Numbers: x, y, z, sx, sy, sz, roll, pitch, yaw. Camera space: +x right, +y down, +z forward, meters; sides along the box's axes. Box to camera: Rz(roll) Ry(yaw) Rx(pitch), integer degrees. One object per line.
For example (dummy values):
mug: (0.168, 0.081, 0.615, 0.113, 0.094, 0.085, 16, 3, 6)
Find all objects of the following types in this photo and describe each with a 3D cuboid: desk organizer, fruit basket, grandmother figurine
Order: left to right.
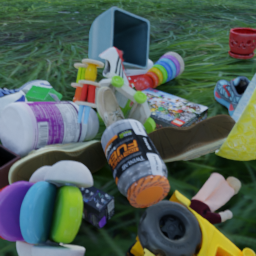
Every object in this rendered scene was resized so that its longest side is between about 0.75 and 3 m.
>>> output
desk organizer: (-3.848, 0.871, 7.005, 2.990, 1.151, 1.072, 22, 40, 30)
fruit basket: (-2.505, -0.742, 9.028, 1.406, 1.518, 0.712, 12, 69, 26)
grandmother figurine: (1.569, 1.738, 6.172, 1.311, 0.655, 2.162, -3, 20, 47)

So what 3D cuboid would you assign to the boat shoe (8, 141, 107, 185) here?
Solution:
boat shoe: (-1.701, 0.868, 6.908, 0.896, 1.039, 2.849, 4, 15, 36)

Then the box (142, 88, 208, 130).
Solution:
box: (1.215, -0.597, 9.888, 2.579, 0.486, 1.762, 25, 40, 34)

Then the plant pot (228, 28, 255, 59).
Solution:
plant pot: (6.256, -4.595, 15.304, 1.552, 1.413, 1.552, 1, 33, 0)

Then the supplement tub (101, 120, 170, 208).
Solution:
supplement tub: (0.163, 0.834, 6.854, 1.234, 1.234, 2.014, -11, 44, -17)

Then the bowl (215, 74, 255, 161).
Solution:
bowl: (3.680, -0.197, 7.472, 1.530, 2.844, 2.844, 27, 39, 13)

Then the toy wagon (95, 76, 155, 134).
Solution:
toy wagon: (-0.026, -0.480, 8.506, 2.311, 1.793, 0.457, 35, 48, 4)

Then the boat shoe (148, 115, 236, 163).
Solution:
boat shoe: (1.574, 0.479, 7.777, 2.842, 0.923, 1.025, -18, 54, 12)

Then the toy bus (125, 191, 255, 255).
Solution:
toy bus: (0.810, 2.672, 4.009, 2.505, 1.770, 2.609, 33, 45, 18)

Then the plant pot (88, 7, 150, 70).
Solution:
plant pot: (-0.591, -3.584, 12.054, 2.112, 2.107, 2.152, 1, 2, -43)

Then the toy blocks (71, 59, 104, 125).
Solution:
toy blocks: (-0.986, -0.758, 6.205, 0.484, 1.333, 1.111, 10, -1, -26)

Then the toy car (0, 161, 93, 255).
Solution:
toy car: (-1.622, 1.478, 4.938, 1.530, 1.786, 2.041, 18, -23, -32)

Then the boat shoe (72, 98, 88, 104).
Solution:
boat shoe: (-1.042, -1.195, 10.641, 2.090, 0.740, 0.724, -4, 33, -4)

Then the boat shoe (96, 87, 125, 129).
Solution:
boat shoe: (-0.375, -0.271, 8.018, 0.679, 1.883, 0.612, -22, 17, -34)

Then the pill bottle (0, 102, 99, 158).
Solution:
pill bottle: (-2.074, -0.033, 7.821, 1.417, 1.417, 2.523, 26, 21, 35)

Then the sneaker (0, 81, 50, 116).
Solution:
sneaker: (-3.586, -0.754, 9.740, 2.311, 0.934, 1.335, -26, 71, -45)

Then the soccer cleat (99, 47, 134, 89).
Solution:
soccer cleat: (-0.391, -1.693, 9.308, 0.818, 1.921, 0.659, -26, 31, -16)

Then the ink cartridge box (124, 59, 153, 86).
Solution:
ink cartridge box: (0.437, -2.653, 13.140, 1.755, 0.546, 2.181, -11, 33, -15)

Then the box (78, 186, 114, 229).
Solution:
box: (-0.839, 1.697, 6.269, 0.965, 0.590, 0.512, 21, 37, 28)

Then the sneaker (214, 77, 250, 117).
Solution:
sneaker: (4.068, -1.309, 10.233, 1.109, 1.336, 2.798, -1, 31, -7)

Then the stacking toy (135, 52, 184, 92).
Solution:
stacking toy: (1.255, -2.258, 12.121, 1.169, 1.169, 2.739, 24, 47, 32)
